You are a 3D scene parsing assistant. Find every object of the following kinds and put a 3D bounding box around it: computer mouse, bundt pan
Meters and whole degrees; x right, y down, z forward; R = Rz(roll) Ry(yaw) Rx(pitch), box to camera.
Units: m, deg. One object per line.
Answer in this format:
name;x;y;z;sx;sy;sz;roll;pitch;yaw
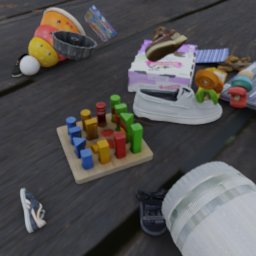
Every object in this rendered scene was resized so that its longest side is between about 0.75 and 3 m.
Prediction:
computer mouse;0.613;1.997;6.438;0.965;0.367;1.393;1;29;4
bundt pan;-1.898;-2.818;9.729;1.549;0.581;1.549;13;31;-8

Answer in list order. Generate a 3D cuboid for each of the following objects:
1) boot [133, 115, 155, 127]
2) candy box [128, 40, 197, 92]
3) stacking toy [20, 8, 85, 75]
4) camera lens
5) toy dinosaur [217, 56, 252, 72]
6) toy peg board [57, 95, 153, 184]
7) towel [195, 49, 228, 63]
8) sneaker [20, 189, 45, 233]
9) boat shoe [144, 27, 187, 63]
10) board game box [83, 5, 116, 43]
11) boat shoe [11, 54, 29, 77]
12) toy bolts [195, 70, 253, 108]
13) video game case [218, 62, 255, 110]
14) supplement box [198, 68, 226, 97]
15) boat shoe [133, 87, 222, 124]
boot;0.393;-0.115;8.531;0.827;0.401;0.309;18;36;10
candy box;1.416;-2.352;10.959;2.264;0.965;2.699;10;42;11
stacking toy;-3.361;-3.280;11.755;2.189;2.189;2.995;21;64;23
camera lens;1.957;2.056;5.109;1.930;1.930;2.413;-17;42;-19
toy dinosaur;4.213;-2.667;11.706;2.759;0.833;1.465;22;26;37
toy peg board;-0.753;0.115;8.005;2.228;1.094;2.237;-16;43;-18
towel;3.508;-3.156;12.245;1.587;0.189;1.149;3;40;25
sneaker;-2.199;1.856;6.509;0.430;0.425;1.083;-19;55;-13
boat shoe;0.930;-2.378;7.710;0.718;0.719;1.994;51;44;4
board game box;-1.128;-4.038;11.000;0.226;1.312;0.888;-50;18;-21
boat shoe;-4.508;-2.630;11.710;0.525;0.450;1.435;5;42;5
toy bolts;2.837;-1.419;8.243;1.581;1.510;1.096;14;64;33
video game case;4.609;-1.351;9.167;2.137;0.284;2.992;-36;31;-11
supplement box;2.831;-1.462;9.541;0.544;1.000;0.548;18;3;-20
boat shoe;1.654;-0.851;9.142;2.932;1.005;1.056;7;38;3
